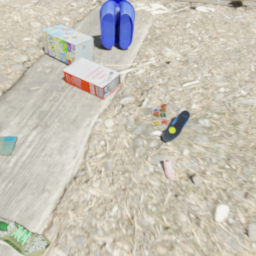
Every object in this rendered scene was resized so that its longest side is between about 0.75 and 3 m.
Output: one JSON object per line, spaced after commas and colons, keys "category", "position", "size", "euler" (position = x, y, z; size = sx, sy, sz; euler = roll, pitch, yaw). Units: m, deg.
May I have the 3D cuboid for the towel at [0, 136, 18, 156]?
{"category": "towel", "position": [-4.964, 0.689, 10.621], "size": [1.356, 0.147, 0.994], "euler": [-2, 43, 0]}

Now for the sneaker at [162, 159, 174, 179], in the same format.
{"category": "sneaker", "position": [1.392, 1.382, 9.683], "size": [0.285, 0.395, 0.756], "euler": [-8, 45, -12]}

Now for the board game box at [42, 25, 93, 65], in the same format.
{"category": "board game box", "position": [-3.268, -4.459, 15.212], "size": [2.579, 1.328, 1.353], "euler": [30, 45, 28]}

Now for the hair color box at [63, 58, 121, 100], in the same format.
{"category": "hair color box", "position": [-1.725, -2.386, 13.426], "size": [2.478, 0.792, 1.374], "euler": [26, 52, 27]}

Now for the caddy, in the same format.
{"category": "caddy", "position": [-0.610, -5.782, 15.687], "size": [1.986, 2.809, 1.474], "euler": [1, 52, -3]}

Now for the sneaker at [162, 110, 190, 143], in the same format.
{"category": "sneaker", "position": [1.908, 0.021, 11.149], "size": [0.535, 0.637, 1.625], "euler": [36, 70, 12]}

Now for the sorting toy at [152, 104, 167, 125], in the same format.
{"category": "sorting toy", "position": [1.345, -0.626, 11.960], "size": [0.648, 0.227, 1.344], "euler": [2, 43, 3]}

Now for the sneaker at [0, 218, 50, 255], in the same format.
{"category": "sneaker", "position": [-3.044, 2.948, 7.674], "size": [1.849, 0.819, 0.711], "euler": [13, 44, 13]}
